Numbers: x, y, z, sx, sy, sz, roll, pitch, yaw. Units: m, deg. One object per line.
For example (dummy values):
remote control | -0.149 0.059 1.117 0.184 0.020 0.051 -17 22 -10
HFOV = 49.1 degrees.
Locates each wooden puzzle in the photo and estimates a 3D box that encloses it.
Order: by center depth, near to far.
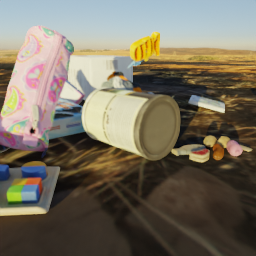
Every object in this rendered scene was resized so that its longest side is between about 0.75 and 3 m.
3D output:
wooden puzzle | -1.635 0.767 3.861 1.211 0.303 1.307 -2 16 -5

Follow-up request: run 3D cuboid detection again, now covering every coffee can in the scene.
coffee can | 0.027 -0.145 5.443 1.165 1.165 1.592 -15 22 -42

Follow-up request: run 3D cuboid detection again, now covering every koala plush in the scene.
koala plush | -0.097 -0.691 6.691 1.131 1.230 1.091 -47 23 -14

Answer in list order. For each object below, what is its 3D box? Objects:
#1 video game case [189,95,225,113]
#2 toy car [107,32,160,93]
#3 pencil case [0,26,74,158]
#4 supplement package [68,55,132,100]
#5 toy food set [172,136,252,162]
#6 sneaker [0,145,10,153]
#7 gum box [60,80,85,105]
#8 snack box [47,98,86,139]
video game case | 2.626 -0.821 9.300 1.135 0.125 1.035 17 20 13
toy car | -0.195 -1.409 7.180 0.982 2.951 1.447 -30 66 -23
pencil case | -1.692 -0.701 5.196 1.021 2.336 1.021 8 -22 3
supplement package | -1.254 -2.074 11.309 1.697 1.634 2.983 -9 18 -27
toy food set | 1.658 0.370 5.378 1.438 0.226 0.914 -10 19 -31
sneaker | -2.471 0.205 5.686 0.502 0.510 1.325 43 35 -4
gum box | -2.110 -1.316 8.842 1.463 0.484 0.830 39 6 -5
snack box | -2.044 -0.356 7.361 1.453 0.464 2.500 -13 23 -38
